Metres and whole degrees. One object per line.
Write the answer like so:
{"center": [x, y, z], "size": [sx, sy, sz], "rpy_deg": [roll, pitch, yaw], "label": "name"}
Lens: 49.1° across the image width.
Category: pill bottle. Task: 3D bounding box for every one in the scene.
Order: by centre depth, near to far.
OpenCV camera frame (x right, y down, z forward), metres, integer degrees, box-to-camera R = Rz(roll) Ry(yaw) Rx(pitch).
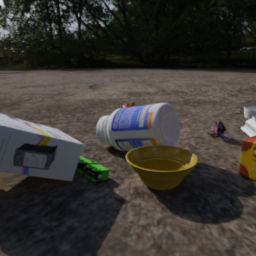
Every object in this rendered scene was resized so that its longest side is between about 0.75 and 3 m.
{"center": [0.231, 0.027, 8.911], "size": [2.514, 1.409, 1.409], "rpy_deg": [-3, 10, 39], "label": "pill bottle"}

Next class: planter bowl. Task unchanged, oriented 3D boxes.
{"center": [0.810, 1.046, 6.956], "size": [1.752, 0.730, 1.752], "rpy_deg": [1, 16, 0], "label": "planter bowl"}

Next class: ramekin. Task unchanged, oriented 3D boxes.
{"center": [6.052, -0.679, 13.458], "size": [0.942, 0.495, 0.942], "rpy_deg": [1, 16, 0], "label": "ramekin"}

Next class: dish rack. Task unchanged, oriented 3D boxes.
{"center": [5.832, 0.107, 10.549], "size": [2.407, 0.611, 2.805], "rpy_deg": [2, 17, 4], "label": "dish rack"}

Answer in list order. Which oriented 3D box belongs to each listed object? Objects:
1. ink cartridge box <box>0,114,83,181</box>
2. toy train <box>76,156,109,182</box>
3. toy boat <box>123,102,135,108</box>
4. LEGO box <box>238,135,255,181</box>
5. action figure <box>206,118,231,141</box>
{"center": [-2.706, 0.398, 6.967], "size": [2.530, 1.083, 1.867], "rpy_deg": [16, 3, -39], "label": "ink cartridge box"}
{"center": [-1.186, 1.028, 7.728], "size": [0.519, 0.384, 1.840], "rpy_deg": [0, 12, -40], "label": "toy train"}
{"center": [0.121, -1.077, 14.436], "size": [0.589, 0.590, 0.902], "rpy_deg": [37, 6, -18], "label": "toy boat"}
{"center": [4.487, 0.902, 6.895], "size": [1.975, 1.023, 2.652], "rpy_deg": [-12, 20, -35], "label": "LEGO box"}
{"center": [3.454, 0.068, 10.685], "size": [0.764, 0.687, 1.026], "rpy_deg": [28, -2, 3], "label": "action figure"}
